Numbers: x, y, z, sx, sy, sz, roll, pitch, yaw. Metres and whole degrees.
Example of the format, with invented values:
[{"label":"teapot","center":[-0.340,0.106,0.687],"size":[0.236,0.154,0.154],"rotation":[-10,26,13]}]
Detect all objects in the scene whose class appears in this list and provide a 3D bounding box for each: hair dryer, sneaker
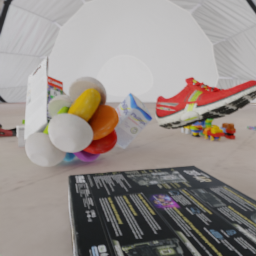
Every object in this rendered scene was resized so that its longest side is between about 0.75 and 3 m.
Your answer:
[{"label":"hair dryer","center":[-5.730,0.033,11.743],"size":[2.068,0.738,2.716],"rotation":[4,10,21]},{"label":"sneaker","center":[1.835,-0.789,7.009],"size":[2.695,1.144,1.038],"rotation":[-16,-15,29]}]

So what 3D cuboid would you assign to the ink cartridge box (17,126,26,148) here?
[{"label":"ink cartridge box","center":[-3.419,0.285,9.710],"size":[0.821,0.723,0.184],"rotation":[-3,10,-34]}]

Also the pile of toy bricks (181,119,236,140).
[{"label":"pile of toy bricks","center":[3.414,-0.315,12.033],"size":[1.491,1.327,2.688],"rotation":[-3,8,-19]}]

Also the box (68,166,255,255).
[{"label":"box","center":[0.444,1.193,3.519],"size":[2.288,0.622,2.857],"rotation":[-2,8,-14]}]

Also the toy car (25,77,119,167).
[{"label":"toy car","center":[-1.270,0.067,7.345],"size":[2.478,1.858,2.168],"rotation":[-29,32,37]}]

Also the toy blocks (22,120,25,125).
[{"label":"toy blocks","center":[-3.472,-0.049,10.733],"size":[0.696,1.393,0.953],"rotation":[7,-4,24]}]

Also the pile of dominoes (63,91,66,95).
[{"label":"pile of dominoes","center":[-2.656,-0.727,11.422],"size":[1.010,1.295,0.206],"rotation":[-40,2,-11]}]

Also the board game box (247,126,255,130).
[{"label":"board game box","center":[6.521,0.002,14.128],"size":[0.819,0.141,0.554],"rotation":[-2,8,-15]}]

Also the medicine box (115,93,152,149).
[{"label":"medicine box","center":[-0.030,-0.262,9.479],"size":[0.744,1.445,1.316],"rotation":[36,15,-23]}]

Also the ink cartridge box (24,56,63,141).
[{"label":"ink cartridge box","center":[-2.824,-0.933,9.442],"size":[0.666,2.643,1.440],"rotation":[20,-38,-40]}]
